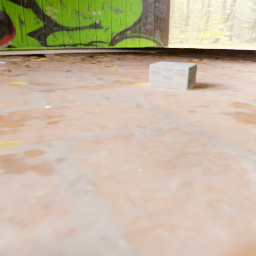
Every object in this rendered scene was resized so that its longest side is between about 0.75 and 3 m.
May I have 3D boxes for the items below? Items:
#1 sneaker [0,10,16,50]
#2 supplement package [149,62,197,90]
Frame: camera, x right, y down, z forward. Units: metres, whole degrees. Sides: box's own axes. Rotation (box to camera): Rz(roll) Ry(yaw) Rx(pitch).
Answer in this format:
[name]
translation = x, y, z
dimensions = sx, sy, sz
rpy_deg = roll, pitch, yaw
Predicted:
[sneaker]
translation = -2.958, -2.018, 5.581
dimensions = 0.926, 0.984, 2.404
rpy_deg = -8, 44, 1
[supplement package]
translation = 2.195, -2.570, 13.620
dimensions = 1.906, 1.057, 1.485
rpy_deg = 11, 23, 26
